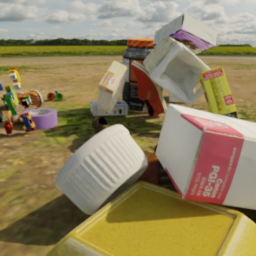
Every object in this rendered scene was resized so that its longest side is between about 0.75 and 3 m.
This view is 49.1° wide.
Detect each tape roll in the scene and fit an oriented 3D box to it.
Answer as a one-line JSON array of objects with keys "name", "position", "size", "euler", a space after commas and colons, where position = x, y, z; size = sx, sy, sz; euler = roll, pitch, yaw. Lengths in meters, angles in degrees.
[{"name": "tape roll", "position": [-3.152, -0.338, 10.054], "size": [1.162, 0.494, 1.162], "euler": [0, 17, 0]}]

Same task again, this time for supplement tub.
[{"name": "supplement tub", "position": [0.628, -2.244, 11.813], "size": [1.766, 2.882, 1.766], "euler": [2, 20, -1]}]

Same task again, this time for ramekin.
[{"name": "ramekin", "position": [-0.390, 0.786, 4.893], "size": [0.832, 1.585, 1.585], "euler": [46, 35, 15]}]

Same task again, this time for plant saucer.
[{"name": "plant saucer", "position": [0.446, 1.580, 3.897], "size": [2.542, 0.616, 2.542], "euler": [12, 20, 32]}]

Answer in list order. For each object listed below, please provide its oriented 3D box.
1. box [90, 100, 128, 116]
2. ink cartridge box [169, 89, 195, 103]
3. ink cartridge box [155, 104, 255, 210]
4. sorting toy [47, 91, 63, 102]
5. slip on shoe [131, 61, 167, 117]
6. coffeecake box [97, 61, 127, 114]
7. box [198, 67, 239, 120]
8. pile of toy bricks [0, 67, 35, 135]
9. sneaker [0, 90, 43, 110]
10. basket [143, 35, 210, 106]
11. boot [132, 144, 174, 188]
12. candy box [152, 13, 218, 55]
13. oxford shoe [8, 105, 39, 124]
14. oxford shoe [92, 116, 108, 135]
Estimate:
[{"name": "box", "position": [-0.778, -0.805, 11.263], "size": [1.396, 0.420, 0.814], "euler": [-3, 20, -13]}, {"name": "ink cartridge box", "position": [2.739, -1.770, 14.142], "size": [1.222, 0.706, 1.673], "euler": [4, 18, 14]}, {"name": "ink cartridge box", "position": [2.149, 0.541, 5.095], "size": [2.821, 1.168, 2.067], "euler": [11, 12, -9]}, {"name": "sorting toy", "position": [-3.626, -1.560, 14.075], "size": [0.894, 0.537, 0.367], "euler": [10, -15, 9]}, {"name": "slip on shoe", "position": [0.705, -1.387, 10.515], "size": [0.757, 2.473, 0.916], "euler": [-36, 35, -10]}, {"name": "coffeecake box", "position": [-0.560, -1.362, 9.601], "size": [0.531, 1.452, 1.115], "euler": [25, 62, 4]}, {"name": "box", "position": [2.875, -0.847, 8.827], "size": [0.758, 2.014, 0.505], "euler": [-14, -8, 3]}, {"name": "pile of toy bricks", "position": [-3.664, -0.854, 8.870], "size": [1.138, 2.051, 1.013], "euler": [-14, 31, -9]}, {"name": "sneaker", "position": [-4.732, -1.117, 12.223], "size": [2.152, 0.835, 1.206], "euler": [1, 19, 39]}, {"name": "basket", "position": [1.698, -1.947, 9.509], "size": [2.082, 1.412, 1.285], "euler": [28, 22, -35]}, {"name": "boot", "position": [0.042, 0.894, 6.400], "size": [1.903, 0.651, 1.791], "euler": [-6, 26, 5]}, {"name": "candy box", "position": [1.994, -3.193, 10.034], "size": [1.508, 0.643, 1.797], "euler": [16, -10, -25]}, {"name": "oxford shoe", "position": [-3.875, -0.554, 10.527], "size": [0.667, 0.652, 1.830], "euler": [7, 18, 6]}, {"name": "oxford shoe", "position": [-0.774, -0.125, 8.162], "size": [0.443, 0.515, 1.220], "euler": [8, 18, -19]}]
